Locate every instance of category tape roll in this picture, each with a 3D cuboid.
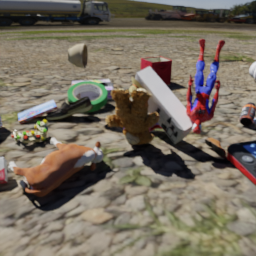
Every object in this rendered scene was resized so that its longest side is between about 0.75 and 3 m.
[{"bbox_3d":[-1.746,-1.378,12.083,1.689,0.406,1.689,2,44,-2],"label":"tape roll"}]

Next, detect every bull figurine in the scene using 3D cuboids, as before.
[{"bbox_3d":[-1.787,0.902,7.331,1.491,0.800,2.456,12,25,30],"label":"bull figurine"}]

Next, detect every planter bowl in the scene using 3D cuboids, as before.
[{"bbox_3d":[-1.886,-2.664,10.388,0.600,0.891,0.891,3,25,4],"label":"planter bowl"}]

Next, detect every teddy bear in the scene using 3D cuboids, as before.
[{"bbox_3d":[0.135,-0.260,8.236,1.633,2.252,0.752,10,46,-5],"label":"teddy bear"}]

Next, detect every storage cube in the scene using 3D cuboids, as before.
[{"bbox_3d":[1.504,-3.099,15.334,1.276,1.342,1.493,-11,28,-23],"label":"storage cube"}]

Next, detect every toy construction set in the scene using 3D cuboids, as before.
[{"bbox_3d":[-3.175,0.183,9.138,1.223,0.563,0.802,-17,53,-16],"label":"toy construction set"}]

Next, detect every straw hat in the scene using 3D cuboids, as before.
[{"bbox_3d":[0.219,-1.120,8.456,0.329,0.777,0.777,-40,34,-6],"label":"straw hat"}]

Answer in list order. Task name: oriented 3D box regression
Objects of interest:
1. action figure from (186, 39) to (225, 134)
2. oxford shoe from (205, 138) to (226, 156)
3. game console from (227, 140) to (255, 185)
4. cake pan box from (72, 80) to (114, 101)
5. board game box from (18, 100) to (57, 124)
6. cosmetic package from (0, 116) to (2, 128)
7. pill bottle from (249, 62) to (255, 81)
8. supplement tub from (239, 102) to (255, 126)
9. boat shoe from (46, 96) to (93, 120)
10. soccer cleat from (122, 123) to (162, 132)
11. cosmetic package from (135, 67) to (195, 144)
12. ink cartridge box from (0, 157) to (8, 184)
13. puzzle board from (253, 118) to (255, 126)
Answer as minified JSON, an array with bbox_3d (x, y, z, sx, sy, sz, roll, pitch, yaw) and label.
[{"bbox_3d":[2.187,-1.180,8.095,0.907,2.774,0.717,9,-5,11],"label":"action figure"},{"bbox_3d":[2.708,0.537,8.504,0.310,0.310,0.870,-21,37,-13],"label":"oxford shoe"},{"bbox_3d":[4.342,0.991,7.569,2.718,0.422,2.404,-7,25,-13],"label":"game console"},{"bbox_3d":[-1.710,-1.847,13.613,2.026,0.530,1.866,-4,27,-8],"label":"cake pan box"},{"bbox_3d":[-3.531,-0.635,10.912,1.490,0.145,0.767,-24,31,-12],"label":"board game box"},{"bbox_3d":[-5.779,-0.230,9.591,2.362,0.958,1.333,3,25,4],"label":"cosmetic package"},{"bbox_3d":[7.514,-2.853,14.874,1.277,1.277,2.134,-6,26,-12],"label":"pill bottle"},{"bbox_3d":[4.471,-0.532,10.394,0.492,0.492,0.920,14,53,27],"label":"supplement tub"},{"bbox_3d":[-2.326,-0.790,10.918,1.845,0.598,0.675,-17,22,-7],"label":"boat shoe"},{"bbox_3d":[0.506,-0.047,9.727,1.416,0.483,0.518,-15,68,3],"label":"soccer cleat"},{"bbox_3d":[1.074,-0.722,8.933,0.608,0.991,2.402,-28,70,-24],"label":"cosmetic package"},{"bbox_3d":[-3.505,1.119,7.007,0.839,0.350,0.609,-7,70,-14],"label":"ink cartridge box"},{"bbox_3d":[5.312,-0.031,10.111,1.244,0.144,1.650,2,24,4],"label":"puzzle board"}]
